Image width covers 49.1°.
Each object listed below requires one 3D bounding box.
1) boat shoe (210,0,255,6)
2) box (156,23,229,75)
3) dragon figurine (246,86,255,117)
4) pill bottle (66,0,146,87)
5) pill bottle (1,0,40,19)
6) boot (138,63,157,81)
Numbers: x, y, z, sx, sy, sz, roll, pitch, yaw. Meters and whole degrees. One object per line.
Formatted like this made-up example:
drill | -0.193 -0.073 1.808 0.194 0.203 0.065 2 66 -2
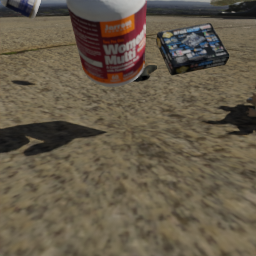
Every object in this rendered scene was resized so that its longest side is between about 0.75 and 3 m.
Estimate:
boat shoe | 2.724 -3.255 6.508 1.629 0.551 0.585 8 6 36
box | 1.690 -2.114 7.445 1.581 0.364 1.257 -14 63 -9
dragon figurine | 4.638 -0.596 8.338 1.461 0.865 2.940 -16 29 -28
pill bottle | -0.423 -2.401 6.040 1.619 2.955 1.619 -1 58 2
pill bottle | -2.999 -3.470 7.514 1.129 0.627 0.627 20 17 -28
boot | 0.909 -2.473 12.655 1.287 0.499 0.890 -24 38 -16
